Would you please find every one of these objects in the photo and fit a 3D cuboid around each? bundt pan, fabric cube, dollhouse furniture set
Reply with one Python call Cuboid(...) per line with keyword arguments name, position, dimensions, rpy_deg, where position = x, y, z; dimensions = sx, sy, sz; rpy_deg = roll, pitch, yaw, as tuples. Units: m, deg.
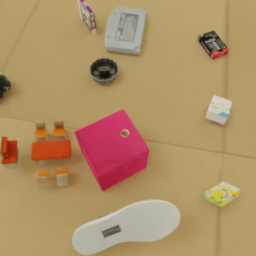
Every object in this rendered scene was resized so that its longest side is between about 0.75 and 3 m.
Cuboid(name="bundt pan", position=(-0.831, -1.921, 9.701), dimensions=(1.033, 0.388, 1.033), rpy_deg=(0, 62, -1))
Cuboid(name="fabric cube", position=(-0.438, 0.628, 7.722), dimensions=(1.474, 1.478, 1.450), rpy_deg=(-26, 66, -13))
Cuboid(name="dollhouse furniture set", position=(-2.518, 0.645, 7.769), dimensions=(1.836, 0.956, 1.856), rpy_deg=(-4, 56, -13))

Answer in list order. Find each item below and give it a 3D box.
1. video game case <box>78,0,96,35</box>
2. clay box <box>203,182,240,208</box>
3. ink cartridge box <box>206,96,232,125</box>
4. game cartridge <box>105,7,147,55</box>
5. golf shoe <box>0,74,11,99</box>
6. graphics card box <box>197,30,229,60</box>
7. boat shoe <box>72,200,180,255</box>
Cuboid(name="video game case", position=(-1.555, -4.269, 10.612), dimensions=(0.196, 0.994, 1.097), rpy_deg=(-27, 66, -13))
Cuboid(name="clay box", position=(2.487, 1.788, 7.480), dimensions=(0.948, 0.226, 0.545), rpy_deg=(-18, 26, -33))
Cuboid(name="ink cartridge box", position=(2.879, -0.569, 8.885), dimensions=(0.611, 0.353, 0.837), rpy_deg=(23, 48, 11))
Cuboid(name="game cartridge", position=(-0.121, -3.719, 10.665), dimensions=(1.442, 0.450, 2.166), rpy_deg=(6, 62, 8))
Cuboid(name="golf shoe", position=(-4.955, -0.993, 9.063), dimensions=(2.304, 0.896, 1.089), rpy_deg=(-39, 49, -19))
Cuboid(name="graphics card box", position=(3.142, -3.082, 10.381), dimensions=(0.687, 0.278, 1.095), rpy_deg=(-22, 65, -10))
Cuboid(name="boat shoe", position=(-0.058, 2.233, 6.510), dimensions=(2.557, 0.724, 0.878), rpy_deg=(-18, 84, 10))
